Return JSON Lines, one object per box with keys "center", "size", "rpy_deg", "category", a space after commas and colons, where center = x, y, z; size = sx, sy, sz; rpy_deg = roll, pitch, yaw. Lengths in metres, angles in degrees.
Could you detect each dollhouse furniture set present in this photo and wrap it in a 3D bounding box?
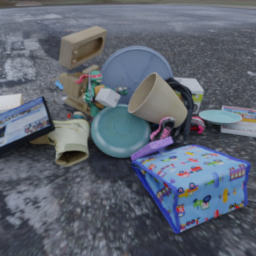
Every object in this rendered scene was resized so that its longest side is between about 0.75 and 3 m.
{"center": [-0.911, -1.896, 10.800], "size": [2.419, 2.969, 2.823], "rpy_deg": [27, 37, 12], "category": "dollhouse furniture set"}

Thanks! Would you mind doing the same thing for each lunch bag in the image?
{"center": [1.533, 1.229, 7.956], "size": [2.172, 1.357, 2.885], "rpy_deg": [-14, 25, -18], "category": "lunch bag"}

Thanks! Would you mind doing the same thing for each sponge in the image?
{"center": [0.678, 0.648, 8.439], "size": [0.773, 1.387, 0.207], "rpy_deg": [-16, 78, -28], "category": "sponge"}

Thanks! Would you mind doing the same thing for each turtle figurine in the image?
{"center": [-0.944, -1.044, 9.951], "size": [1.940, 2.592, 1.305], "rpy_deg": [-23, 33, -35], "category": "turtle figurine"}

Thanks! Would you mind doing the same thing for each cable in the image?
{"center": [1.310, -0.663, 10.323], "size": [2.143, 0.667, 2.627], "rpy_deg": [8, 72, 14], "category": "cable"}

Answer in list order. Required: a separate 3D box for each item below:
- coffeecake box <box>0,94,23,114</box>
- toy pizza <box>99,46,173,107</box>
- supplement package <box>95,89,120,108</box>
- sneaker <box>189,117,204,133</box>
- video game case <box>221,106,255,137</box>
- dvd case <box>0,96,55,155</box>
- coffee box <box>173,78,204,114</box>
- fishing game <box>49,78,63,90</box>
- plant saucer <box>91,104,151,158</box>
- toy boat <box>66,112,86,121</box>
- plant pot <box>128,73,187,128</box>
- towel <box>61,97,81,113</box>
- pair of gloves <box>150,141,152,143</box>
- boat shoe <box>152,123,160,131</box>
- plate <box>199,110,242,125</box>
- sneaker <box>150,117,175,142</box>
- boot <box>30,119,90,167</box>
{"center": [-5.364, -0.781, 11.692], "size": [1.786, 0.652, 1.371], "rpy_deg": [-8, 32, -13], "category": "coffeecake box"}
{"center": [0.291, -1.659, 10.944], "size": [2.981, 2.981, 0.472], "rpy_deg": [-3, 22, -5], "category": "toy pizza"}
{"center": [-0.693, -1.011, 9.423], "size": [0.455, 0.460, 0.759], "rpy_deg": [31, -7, -31], "category": "supplement package"}
{"center": [2.074, -0.184, 10.659], "size": [1.645, 0.663, 0.614], "rpy_deg": [7, 29, 10], "category": "sneaker"}
{"center": [4.537, -0.293, 11.348], "size": [1.459, 0.178, 2.040], "rpy_deg": [9, 32, 15], "category": "video game case"}
{"center": [-3.786, -0.168, 9.888], "size": [2.136, 0.263, 2.994], "rpy_deg": [-25, 31, -11], "category": "dvd case"}
{"center": [2.394, -1.365, 12.035], "size": [1.160, 1.149, 1.162], "rpy_deg": [1, 35, -9], "category": "coffee box"}
{"center": [-3.000, -2.399, 14.703], "size": [2.431, 0.378, 1.741], "rpy_deg": [27, 37, 37], "category": "fishing game"}
{"center": [-0.223, 0.008, 9.597], "size": [2.087, 0.286, 2.087], "rpy_deg": [3, 60, -6], "category": "plant saucer"}
{"center": [-1.984, -0.354, 10.616], "size": [0.756, 0.636, 0.351], "rpy_deg": [2, 68, 15], "category": "toy boat"}
{"center": [1.126, -0.761, 9.505], "size": [1.677, 1.570, 1.570], "rpy_deg": [31, 25, -19], "category": "plant pot"}
{"center": [-2.171, -1.062, 12.310], "size": [1.007, 0.520, 1.216], "rpy_deg": [28, 37, 36], "category": "towel"}
{"center": [0.525, 0.402, 10.067], "size": [0.774, 0.160, 0.911], "rpy_deg": [34, 39, 33], "category": "pair of gloves"}
{"center": [0.987, -0.098, 10.568], "size": [1.309, 0.449, 0.551], "rpy_deg": [3, 3, 8], "category": "boat shoe"}
{"center": [3.550, -0.383, 10.864], "size": [1.592, 0.203, 1.592], "rpy_deg": [1, 20, 0], "category": "plate"}
{"center": [1.153, 0.206, 9.041], "size": [0.506, 1.281, 0.611], "rpy_deg": [15, 45, -15], "category": "sneaker"}
{"center": [-2.392, 0.538, 9.399], "size": [2.230, 0.804, 1.724], "rpy_deg": [-8, 39, 0], "category": "boot"}
